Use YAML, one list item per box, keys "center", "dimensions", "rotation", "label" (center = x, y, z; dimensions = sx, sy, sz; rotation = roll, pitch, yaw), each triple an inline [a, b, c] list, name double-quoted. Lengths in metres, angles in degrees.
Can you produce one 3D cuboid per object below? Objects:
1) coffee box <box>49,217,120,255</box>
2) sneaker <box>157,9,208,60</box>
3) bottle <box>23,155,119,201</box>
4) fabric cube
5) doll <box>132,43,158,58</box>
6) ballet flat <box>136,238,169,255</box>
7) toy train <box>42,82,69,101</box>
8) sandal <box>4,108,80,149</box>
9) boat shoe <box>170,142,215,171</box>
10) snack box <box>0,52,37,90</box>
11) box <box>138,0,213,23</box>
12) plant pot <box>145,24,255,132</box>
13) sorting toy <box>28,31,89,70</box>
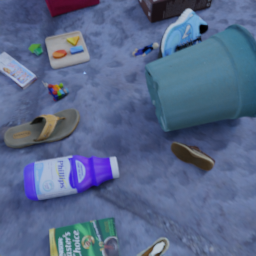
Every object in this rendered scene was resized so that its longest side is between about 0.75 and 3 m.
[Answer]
- center: [-1.133, 3.019, 7.255]
  dimensions: [1.742, 0.383, 1.071]
  rotation: [-8, 61, -5]
  label: "coffee box"
- center: [2.092, -3.280, 10.349]
  dimensions: [1.282, 1.117, 2.850]
  rotation: [32, 66, 13]
  label: "sneaker"
- center: [-1.562, 1.332, 7.911]
  dimensions: [2.565, 0.837, 1.071]
  rotation: [-9, 73, -6]
  label: "bottle"
- center: [-2.600, -6.289, 11.396]
  dimensions: [2.177, 2.142, 2.184]
  rotation: [-21, 64, -11]
  label: "fabric cube"
- center: [0.561, -2.408, 8.660]
  dimensions: [0.915, 0.222, 0.624]
  rotation: [-7, 42, 43]
  label: "doll"
- center: [0.494, 3.273, 7.095]
  dimensions: [1.369, 0.427, 0.462]
  rotation: [-39, 68, -19]
  label: "ballet flat"
- center: [-2.519, -1.417, 9.728]
  dimensions: [0.562, 0.411, 0.972]
  rotation: [-27, 64, -26]
  label: "toy train"
- center: [-2.708, -0.030, 8.778]
  dimensions: [2.463, 0.665, 0.989]
  rotation: [-16, 62, -9]
  label: "sandal"
- center: [1.973, 0.795, 8.499]
  dimensions: [1.402, 0.506, 0.505]
  rotation: [25, 33, 24]
  label: "boat shoe"
- center: [-4.160, -2.092, 10.173]
  dimensions: [1.782, 0.217, 0.641]
  rotation: [36, 67, 18]
  label: "snack box"
- center: [1.974, -5.494, 11.601]
  dimensions: [2.828, 1.060, 1.416]
  rotation: [-19, 63, -8]
  label: "box"
- center: [2.111, -1.274, 8.424]
  dimensions: [2.800, 2.859, 2.859]
  rotation: [-17, 62, -1]
  label: "plant pot"
- center: [-2.652, -2.934, 10.585]
  dimensions: [2.113, 0.311, 1.562]
  rotation: [-16, 62, -9]
  label: "sorting toy"
